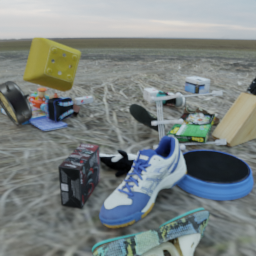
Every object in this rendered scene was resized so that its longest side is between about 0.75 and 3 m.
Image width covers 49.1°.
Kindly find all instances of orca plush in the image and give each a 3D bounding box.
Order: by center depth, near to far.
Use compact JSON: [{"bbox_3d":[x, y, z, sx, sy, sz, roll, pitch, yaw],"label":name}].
[{"bbox_3d":[-0.336,1.135,8.519,1.814,0.954,0.645,13,56,15],"label":"orca plush"}]

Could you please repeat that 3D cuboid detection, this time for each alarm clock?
[{"bbox_3d":[-5.044,-1.075,12.286,0.926,1.876,2.781,-35,17,-31],"label":"alarm clock"}]

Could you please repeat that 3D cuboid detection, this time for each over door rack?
[{"bbox_3d":[2.167,-0.272,9.920,2.676,1.977,0.891,-5,4,2],"label":"over door rack"}]

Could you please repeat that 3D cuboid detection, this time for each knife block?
[{"bbox_3d":[4.653,-0.785,10.923,2.824,2.479,0.904,-13,25,-30],"label":"knife block"}]

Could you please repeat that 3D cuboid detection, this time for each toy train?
[{"bbox_3d":[-4.598,-1.584,14.730,2.227,0.825,2.965,-3,17,-46],"label":"toy train"}]

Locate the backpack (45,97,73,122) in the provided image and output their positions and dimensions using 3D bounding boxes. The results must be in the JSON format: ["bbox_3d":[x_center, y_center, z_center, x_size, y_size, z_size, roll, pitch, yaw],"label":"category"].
[{"bbox_3d":[-3.106,-0.920,12.860,0.800,1.085,1.189,13,24,31],"label":"backpack"}]

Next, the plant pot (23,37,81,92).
[{"bbox_3d":[-3.584,-3.112,13.905,2.337,2.321,2.390,14,3,-31],"label":"plant pot"}]

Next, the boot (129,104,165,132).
[{"bbox_3d":[0.725,-0.366,11.091,1.570,0.567,1.186,34,3,2],"label":"boot"}]

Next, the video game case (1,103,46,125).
[{"bbox_3d":[-4.997,-0.763,14.032,1.770,0.220,2.473,-19,28,-40],"label":"video game case"}]

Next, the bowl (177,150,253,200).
[{"bbox_3d":[2.487,1.291,8.333,2.324,0.456,2.324,0,21,0],"label":"bowl"}]

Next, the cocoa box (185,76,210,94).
[{"bbox_3d":[4.512,-2.777,18.326,0.924,0.909,1.385,-12,24,-28],"label":"cocoa box"}]

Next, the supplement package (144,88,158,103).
[{"bbox_3d":[1.388,-1.916,16.478,0.634,0.626,1.045,-7,22,-18],"label":"supplement package"}]

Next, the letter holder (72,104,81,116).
[{"bbox_3d":[-2.788,-0.887,13.696,0.751,0.378,0.534,24,34,-7],"label":"letter holder"}]

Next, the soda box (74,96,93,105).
[{"bbox_3d":[-2.531,-1.570,16.003,1.005,0.320,0.342,-12,24,-31],"label":"soda box"}]

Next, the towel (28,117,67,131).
[{"bbox_3d":[-3.624,-0.228,12.596,1.177,0.194,1.626,-14,24,-40],"label":"towel"}]

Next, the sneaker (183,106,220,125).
[{"bbox_3d":[3.377,-0.592,12.980,1.736,0.656,0.611,11,24,28],"label":"sneaker"}]

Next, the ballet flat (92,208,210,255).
[{"bbox_3d":[0.639,2.335,5.329,2.669,0.991,0.991,-12,24,-23],"label":"ballet flat"}]

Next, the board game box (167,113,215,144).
[{"bbox_3d":[2.614,-0.065,11.309,1.436,0.322,2.741,7,22,23],"label":"board game box"}]

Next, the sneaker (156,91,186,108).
[{"bbox_3d":[2.130,-1.537,15.099,1.247,0.863,2.065,-2,13,-20],"label":"sneaker"}]

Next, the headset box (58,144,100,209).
[{"bbox_3d":[-1.232,1.208,7.564,0.589,1.167,1.570,6,21,13],"label":"headset box"}]

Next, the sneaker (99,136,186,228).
[{"bbox_3d":[0.312,1.200,6.982,1.096,1.283,2.911,9,32,42],"label":"sneaker"}]
